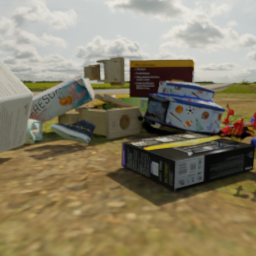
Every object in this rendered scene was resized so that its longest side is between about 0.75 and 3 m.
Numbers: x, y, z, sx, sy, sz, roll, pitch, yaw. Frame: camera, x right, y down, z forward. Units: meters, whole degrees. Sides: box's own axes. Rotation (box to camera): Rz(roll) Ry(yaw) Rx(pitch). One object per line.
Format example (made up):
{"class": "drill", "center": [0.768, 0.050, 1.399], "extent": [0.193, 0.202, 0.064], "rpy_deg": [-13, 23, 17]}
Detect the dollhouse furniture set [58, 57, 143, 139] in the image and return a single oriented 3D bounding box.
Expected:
{"class": "dollhouse furniture set", "center": [-1.098, -1.144, 10.238], "extent": [2.954, 2.612, 1.642], "rpy_deg": [8, 12, 43]}

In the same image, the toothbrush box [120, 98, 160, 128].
{"class": "toothbrush box", "center": [0.510, -0.636, 11.427], "extent": [1.603, 1.167, 0.690], "rpy_deg": [4, 8, 9]}

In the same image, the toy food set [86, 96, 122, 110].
{"class": "toy food set", "center": [-0.836, -0.774, 10.179], "extent": [1.381, 0.451, 0.812], "rpy_deg": [-19, 14, -9]}

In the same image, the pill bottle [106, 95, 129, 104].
{"class": "pill bottle", "center": [-0.434, -1.316, 16.028], "extent": [1.973, 1.096, 1.096], "rpy_deg": [-1, 9, -4]}

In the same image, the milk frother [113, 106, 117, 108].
{"class": "milk frother", "center": [-0.857, -0.661, 12.699], "extent": [0.857, 0.774, 0.806], "rpy_deg": [-17, 18, -14]}

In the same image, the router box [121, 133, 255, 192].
{"class": "router box", "center": [1.231, 0.595, 5.927], "extent": [2.227, 0.582, 1.751], "rpy_deg": [-6, 11, -32]}

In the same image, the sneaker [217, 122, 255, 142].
{"class": "sneaker", "center": [3.027, 0.174, 7.920], "extent": [1.077, 0.485, 0.377], "rpy_deg": [-18, -40, 40]}

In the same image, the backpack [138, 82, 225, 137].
{"class": "backpack", "center": [2.048, -0.577, 9.569], "extent": [2.487, 1.916, 2.369], "rpy_deg": [-5, 23, -44]}

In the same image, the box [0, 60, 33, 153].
{"class": "box", "center": [-3.362, -0.468, 6.460], "extent": [1.691, 1.699, 1.456], "rpy_deg": [43, 39, 22]}

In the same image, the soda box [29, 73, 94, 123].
{"class": "soda box", "center": [-2.789, -0.955, 10.440], "extent": [2.956, 0.940, 1.011], "rpy_deg": [-24, 22, 6]}

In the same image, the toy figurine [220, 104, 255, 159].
{"class": "toy figurine", "center": [3.235, 0.008, 5.791], "extent": [1.318, 1.161, 2.200], "rpy_deg": [-31, 39, -26]}

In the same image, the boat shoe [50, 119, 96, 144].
{"class": "boat shoe", "center": [-1.619, 0.007, 8.327], "extent": [1.330, 0.604, 0.471], "rpy_deg": [18, -28, 17]}

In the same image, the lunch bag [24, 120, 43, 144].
{"class": "lunch bag", "center": [-3.256, 0.109, 8.514], "extent": [1.028, 0.736, 1.207], "rpy_deg": [1, 4, 0]}

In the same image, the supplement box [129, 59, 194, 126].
{"class": "supplement box", "center": [1.538, -1.600, 12.560], "extent": [2.720, 2.758, 1.831], "rpy_deg": [3, 9, 15]}
